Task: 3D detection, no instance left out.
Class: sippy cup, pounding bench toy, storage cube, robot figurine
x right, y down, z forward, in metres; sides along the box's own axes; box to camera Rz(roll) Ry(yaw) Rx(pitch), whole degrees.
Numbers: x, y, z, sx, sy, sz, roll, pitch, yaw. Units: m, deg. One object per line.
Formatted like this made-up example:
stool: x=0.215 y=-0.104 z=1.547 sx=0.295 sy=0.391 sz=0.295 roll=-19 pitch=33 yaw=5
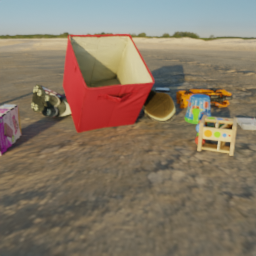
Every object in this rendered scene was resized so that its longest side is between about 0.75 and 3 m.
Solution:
sippy cup: x=2.779 y=-0.772 z=11.013 sx=1.072 sy=1.001 sz=1.366 roll=-4 pitch=20 yaw=-13
pounding bench toy: x=2.743 y=0.102 z=8.735 sx=1.134 sy=0.904 sz=1.454 roll=7 pitch=21 yaw=20
storage cube: x=-0.864 y=-1.527 z=9.817 sx=2.308 sy=2.427 sz=2.700 roll=-9 pitch=60 yaw=-24
robot figurine: x=3.570 y=-1.385 z=13.127 sx=2.502 sy=0.728 sz=1.814 roll=0 pitch=20 yaw=1

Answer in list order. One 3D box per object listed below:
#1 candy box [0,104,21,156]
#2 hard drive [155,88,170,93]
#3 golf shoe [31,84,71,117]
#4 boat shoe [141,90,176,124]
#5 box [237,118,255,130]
candy box: x=-3.860 y=0.018 z=8.635 sx=0.505 sy=1.130 sz=1.656 roll=1 pitch=20 yaw=-1
hard drive: x=2.004 y=-2.189 z=16.214 sx=0.797 sy=0.151 sz=0.557 roll=5 pitch=20 yaw=15
golf shoe: x=-3.291 y=-1.061 z=12.113 sx=1.310 sy=1.148 sz=2.973 roll=7 pitch=16 yaw=-40
boat shoe: x=1.144 y=-0.762 z=10.829 sx=1.067 sy=0.945 sz=2.915 roll=-38 pitch=27 yaw=1
box: x=4.542 y=-0.152 z=10.508 sx=0.690 sy=0.182 sz=0.885 roll=2 pitch=21 yaw=4
